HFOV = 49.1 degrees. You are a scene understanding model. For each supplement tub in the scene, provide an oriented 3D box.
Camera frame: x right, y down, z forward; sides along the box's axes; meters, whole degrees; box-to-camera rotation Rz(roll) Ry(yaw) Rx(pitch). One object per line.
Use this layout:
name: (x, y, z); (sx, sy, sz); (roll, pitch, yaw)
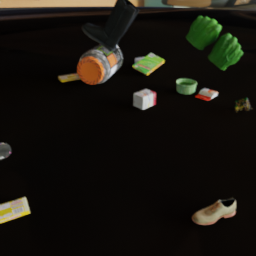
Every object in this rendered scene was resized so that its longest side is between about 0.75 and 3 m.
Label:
supplement tub: (-1.483, -3.398, 14.804); (1.732, 1.732, 2.827); (9, 31, 15)

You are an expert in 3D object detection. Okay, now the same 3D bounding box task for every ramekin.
ramekin: (2.800, -1.991, 13.579); (0.984, 0.480, 0.984); (0, 30, 0)

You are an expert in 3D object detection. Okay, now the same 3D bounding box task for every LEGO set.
LEGO set: (4.821, -0.860, 11.770); (0.653, 0.492, 0.849); (-22, 18, 24)

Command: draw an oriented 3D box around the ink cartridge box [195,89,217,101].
ink cartridge box: (3.649, -1.570, 13.117); (0.715, 0.221, 0.881); (25, 35, 37)

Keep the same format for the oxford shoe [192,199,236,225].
oxford shoe: (2.044, 1.948, 6.668); (1.177, 0.435, 0.417); (-13, 32, -21)

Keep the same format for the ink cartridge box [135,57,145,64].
ink cartridge box: (1.088, -4.041, 17.239); (1.148, 0.438, 0.783); (-15, 35, -23)

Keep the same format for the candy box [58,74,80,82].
candy box: (-3.091, -2.728, 15.200); (1.276, 0.168, 0.652); (-15, 30, -25)

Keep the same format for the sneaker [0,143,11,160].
sneaker: (-4.442, 0.863, 8.596); (1.578, 0.634, 0.681); (-13, 13, -26)

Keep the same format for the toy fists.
toy fists: (2.817, -2.799, 9.040); (1.896, 0.966, 0.652); (46, 41, 10)

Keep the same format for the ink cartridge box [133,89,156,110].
ink cartridge box: (0.700, -1.237, 12.137); (0.820, 0.593, 0.596); (-26, 39, -38)

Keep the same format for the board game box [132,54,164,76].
board game box: (1.170, -3.694, 16.313); (0.989, 0.310, 2.069); (33, 46, 18)

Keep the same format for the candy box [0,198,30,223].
candy box: (-2.969, 2.049, 6.794); (1.037, 0.137, 0.530); (-14, 30, -24)

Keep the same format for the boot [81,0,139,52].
boot: (-0.678, -3.905, 10.067); (1.514, 1.836, 0.603); (32, 42, -8)
